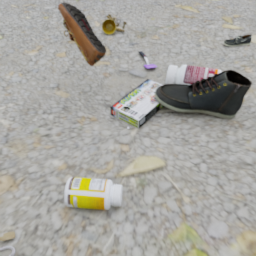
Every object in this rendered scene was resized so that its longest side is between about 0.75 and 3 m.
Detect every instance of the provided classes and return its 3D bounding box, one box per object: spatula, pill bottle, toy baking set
[{"bbox_3d":[0.808,-3.070,12.612,0.511,0.186,1.807,-9,42,-12],"label":"spatula"},{"bbox_3d":[2.437,-1.797,10.549,1.914,1.048,1.048,12,43,13],"label":"pill bottle"},{"bbox_3d":[-3.101,2.868,6.034,1.104,0.167,1.438,10,43,7],"label":"toy baking set"},{"bbox_3d":[-0.838,1.634,6.949,1.351,0.738,0.738,4,42,4],"label":"pill bottle"},{"bbox_3d":[-0.604,-5.451,14.698,1.432,1.099,0.167,29,80,24],"label":"toy baking set"}]

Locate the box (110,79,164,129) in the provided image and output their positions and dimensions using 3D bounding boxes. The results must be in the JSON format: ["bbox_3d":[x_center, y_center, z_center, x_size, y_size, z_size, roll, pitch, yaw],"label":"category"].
[{"bbox_3d":[0.553,-0.934,10.066,1.243,0.392,2.258,27,49,27],"label":"box"}]

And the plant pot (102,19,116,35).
[{"bbox_3d":[-1.003,-5.341,14.824,0.756,0.756,0.537,-1,18,-1],"label":"plant pot"}]

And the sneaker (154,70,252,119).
[{"bbox_3d":[2.435,-1.336,9.346,2.948,1.566,1.102,9,51,0],"label":"sneaker"}]

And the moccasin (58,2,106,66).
[{"bbox_3d":[-1.692,-3.231,9.594,2.459,0.949,0.899,55,32,4],"label":"moccasin"}]

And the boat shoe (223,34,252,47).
[{"bbox_3d":[5.388,-4.331,13.803,1.446,0.489,0.519,-8,44,-7],"label":"boat shoe"}]
